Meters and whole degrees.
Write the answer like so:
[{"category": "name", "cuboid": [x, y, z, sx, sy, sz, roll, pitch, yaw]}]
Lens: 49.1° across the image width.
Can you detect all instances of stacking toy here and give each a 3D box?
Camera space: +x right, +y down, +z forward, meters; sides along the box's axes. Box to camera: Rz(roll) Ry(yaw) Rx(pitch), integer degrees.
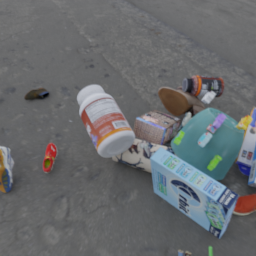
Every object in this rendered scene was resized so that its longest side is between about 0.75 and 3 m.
[{"category": "stacking toy", "cuboid": [2.579, 0.094, 8.620, 1.551, 2.058, 0.483, 35, 3, -3]}]

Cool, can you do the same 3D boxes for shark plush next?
[{"category": "shark plush", "cuboid": [2.177, -0.204, 10.631, 0.388, 0.853, 0.355, 25, -5, -16]}]

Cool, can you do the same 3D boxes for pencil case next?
[{"category": "pencil case", "cuboid": [0.684, 0.972, 10.349, 2.732, 1.063, 1.222, 15, 66, 17]}]

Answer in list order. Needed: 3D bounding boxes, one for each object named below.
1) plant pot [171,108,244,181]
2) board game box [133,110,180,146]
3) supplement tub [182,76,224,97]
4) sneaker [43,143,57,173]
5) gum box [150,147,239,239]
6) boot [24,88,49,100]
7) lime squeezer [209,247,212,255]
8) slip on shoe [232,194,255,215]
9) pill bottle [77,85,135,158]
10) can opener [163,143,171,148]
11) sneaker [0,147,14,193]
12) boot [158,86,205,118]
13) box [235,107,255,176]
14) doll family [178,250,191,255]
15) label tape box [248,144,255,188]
[{"category": "plant pot", "cuboid": [2.911, 0.401, 9.827, 2.239, 1.797, 2.239, 23, 25, -12]}, {"category": "board game box", "cuboid": [1.169, -0.023, 11.381, 1.275, 0.775, 1.600, 23, 27, 25]}, {"category": "supplement tub", "cuboid": [3.218, -1.800, 12.132, 1.661, 0.888, 0.888, 3, 40, -11]}, {"category": "sneaker", "cuboid": [-2.879, 1.093, 10.292, 0.435, 0.480, 1.130, 6, 72, -4]}, {"category": "gum box", "cuboid": [1.852, 1.967, 8.396, 2.540, 2.158, 0.566, 31, 61, 30]}, {"category": "boot", "cuboid": [-4.487, -1.622, 13.825, 0.577, 0.445, 1.190, 27, 46, 31]}, {"category": "lime squeezer", "cuboid": [2.382, 3.919, 6.796, 1.983, 0.700, 0.374, 52, 13, 7]}, {"category": "slip on shoe", "cuboid": [4.066, 2.417, 9.149, 1.753, 0.536, 0.649, -7, 44, -5]}, {"category": "pill bottle", "cuboid": [-0.877, -0.295, 9.868, 1.374, 1.374, 2.449, -19, 61, -20]}, {"category": "can opener", "cuboid": [1.942, 0.814, 10.865, 2.191, 0.728, 0.577, 9, 21, 17]}, {"category": "sneaker", "cuboid": [-4.266, 1.436, 9.869, 0.604, 1.604, 0.707, -11, -3, 15]}, {"category": "boot", "cuboid": [2.313, -1.282, 12.280, 2.651, 0.931, 1.938, 37, 30, -20]}, {"category": "box", "cuboid": [5.011, 0.625, 10.318, 1.510, 0.526, 2.536, 18, 75, 17]}, {"category": "doll family", "cuboid": [1.600, 3.676, 7.585, 0.338, 0.498, 0.861, -4, 1, -16]}, {"category": "label tape box", "cuboid": [5.413, 1.393, 9.310, 2.340, 0.773, 1.676, 14, 74, 14]}]
